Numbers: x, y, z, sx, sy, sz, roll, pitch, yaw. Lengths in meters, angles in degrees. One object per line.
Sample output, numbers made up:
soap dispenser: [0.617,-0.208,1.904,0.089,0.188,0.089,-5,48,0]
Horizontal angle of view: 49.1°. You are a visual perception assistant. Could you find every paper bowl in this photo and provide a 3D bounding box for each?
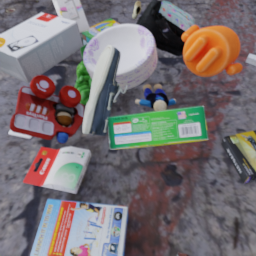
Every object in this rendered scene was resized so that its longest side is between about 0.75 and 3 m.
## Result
paper bowl: [-0.228,-2.460,10.339,2.624,1.365,2.624,-7,57,10]

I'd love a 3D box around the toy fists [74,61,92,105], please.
toy fists: [-1.692,-2.174,12.806,1.481,0.999,2.905,-2,52,-1]

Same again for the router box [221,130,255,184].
router box: [4.587,1.031,10.447,1.468,0.488,1.867,-11,51,-9]

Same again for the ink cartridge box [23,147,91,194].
ink cartridge box: [-2.580,1.389,10.177,2.064,0.517,1.661,11,51,7]

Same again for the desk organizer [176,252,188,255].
desk organizer: [1.629,4.291,7.738,0.561,0.522,1.457,5,51,1]

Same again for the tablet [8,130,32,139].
tablet: [-4.210,-0.230,11.759,1.016,0.107,1.561,11,52,9]

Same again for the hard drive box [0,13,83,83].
hard drive box: [-3.328,-2.952,10.023,2.073,1.022,2.660,24,54,30]

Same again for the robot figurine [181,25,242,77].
robot figurine: [3.022,-2.805,10.065,2.064,1.673,2.869,11,25,30]

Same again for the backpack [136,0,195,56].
backpack: [1.672,-4.119,11.638,2.426,2.024,1.535,22,70,-17]

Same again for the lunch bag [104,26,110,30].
lunch bag: [-0.849,-4.061,12.475,0.653,0.766,0.467,28,30,-8]

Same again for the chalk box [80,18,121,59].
chalk box: [-1.307,-4.197,14.163,2.403,1.500,1.489,-36,58,-24]

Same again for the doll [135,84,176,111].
doll: [0.866,-0.913,8.972,1.300,0.462,1.905,-3,25,-4]

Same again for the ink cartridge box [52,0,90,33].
ink cartridge box: [-2.464,-4.874,11.959,0.941,2.790,1.625,-23,24,-10]

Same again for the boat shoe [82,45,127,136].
boat shoe: [-0.626,-0.959,8.002,0.833,2.693,1.008,10,20,-20]

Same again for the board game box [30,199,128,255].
board game box: [-1.405,3.545,8.205,2.571,0.734,2.626,5,51,4]

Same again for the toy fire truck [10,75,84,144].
toy fire truck: [-2.466,-0.425,8.862,2.230,1.250,1.872,18,54,-31]

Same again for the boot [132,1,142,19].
boot: [0.420,-5.042,11.795,0.282,0.606,0.783,17,89,-12]

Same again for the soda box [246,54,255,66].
soda box: [6.589,-3.358,14.199,1.081,0.344,0.368,27,55,21]

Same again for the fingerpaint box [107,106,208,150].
fingerpaint box: [0.815,0.048,7.463,2.322,1.937,0.852,-6,85,10]
